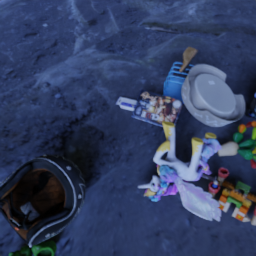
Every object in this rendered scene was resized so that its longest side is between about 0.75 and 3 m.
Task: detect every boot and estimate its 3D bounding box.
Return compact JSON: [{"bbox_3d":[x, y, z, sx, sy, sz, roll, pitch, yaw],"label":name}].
[{"bbox_3d":[2.576,-3.034,12.510,0.495,0.483,1.311,33,80,6],"label":"boot"}]

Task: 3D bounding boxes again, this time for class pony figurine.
[{"bbox_3d":[1.795,1.365,8.704,2.580,2.672,2.225,15,27,1],"label":"pony figurine"}]

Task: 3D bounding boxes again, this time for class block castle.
[{"bbox_3d":[3.488,2.073,8.799,1.790,0.840,1.196,27,42,27],"label":"block castle"}]

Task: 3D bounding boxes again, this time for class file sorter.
[{"bbox_3d":[2.400,-2.132,13.087,1.196,1.057,1.724,14,46,15],"label":"file sorter"}]

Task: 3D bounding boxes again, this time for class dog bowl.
[{"bbox_3d":[3.468,-1.290,11.677,2.830,0.830,2.830,14,54,-20],"label":"dog bowl"}]

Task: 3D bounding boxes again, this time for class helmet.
[{"bbox_3d":[-2.356,1.911,7.967,2.385,2.385,2.274,32,55,29],"label":"helmet"}]

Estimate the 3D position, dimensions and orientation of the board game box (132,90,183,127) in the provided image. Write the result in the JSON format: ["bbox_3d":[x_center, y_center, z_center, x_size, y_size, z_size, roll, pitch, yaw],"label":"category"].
[{"bbox_3d":[1.215,-0.761,11.737,1.846,0.319,1.251,18,83,18],"label":"board game box"}]

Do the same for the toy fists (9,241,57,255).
[{"bbox_3d":[-2.622,3.436,7.641,1.319,0.672,0.454,-14,84,-13],"label":"toy fists"}]

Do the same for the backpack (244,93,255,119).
[{"bbox_3d":[6.648,-0.930,11.209,2.457,1.973,2.685,-33,57,-25],"label":"backpack"}]

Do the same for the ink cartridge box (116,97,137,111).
[{"bbox_3d":[0.064,-1.044,12.580,1.151,0.213,0.545,16,48,13],"label":"ink cartridge box"}]

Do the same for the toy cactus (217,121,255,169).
[{"bbox_3d":[4.229,0.690,10.343,1.838,1.139,2.228,-15,44,10],"label":"toy cactus"}]
